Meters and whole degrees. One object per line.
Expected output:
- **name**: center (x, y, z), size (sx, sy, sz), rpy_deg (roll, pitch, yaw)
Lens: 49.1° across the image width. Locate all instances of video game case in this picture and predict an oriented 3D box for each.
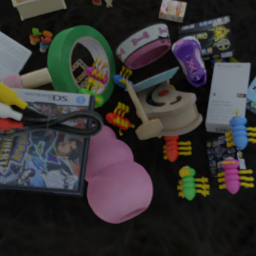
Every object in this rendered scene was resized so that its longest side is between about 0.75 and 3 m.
- **video game case**: center (-1.923, 0.238, 6.190), size (2.127, 0.300, 2.354), rpy_deg (5, 67, -2)

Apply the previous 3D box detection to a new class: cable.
- **cable**: center (-1.867, -0.086, 5.681), size (2.604, 0.655, 1.264), rpy_deg (19, 110, -8)

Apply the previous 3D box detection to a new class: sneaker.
- **sneaker**: center (1.787, -1.747, 7.763), size (0.723, 1.798, 0.795), rpy_deg (-20, 59, 19)

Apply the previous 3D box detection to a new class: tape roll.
- **tape roll**: center (-1.314, -1.810, 8.482), size (0.574, 2.390, 2.390), rpy_deg (0, 66, 36)

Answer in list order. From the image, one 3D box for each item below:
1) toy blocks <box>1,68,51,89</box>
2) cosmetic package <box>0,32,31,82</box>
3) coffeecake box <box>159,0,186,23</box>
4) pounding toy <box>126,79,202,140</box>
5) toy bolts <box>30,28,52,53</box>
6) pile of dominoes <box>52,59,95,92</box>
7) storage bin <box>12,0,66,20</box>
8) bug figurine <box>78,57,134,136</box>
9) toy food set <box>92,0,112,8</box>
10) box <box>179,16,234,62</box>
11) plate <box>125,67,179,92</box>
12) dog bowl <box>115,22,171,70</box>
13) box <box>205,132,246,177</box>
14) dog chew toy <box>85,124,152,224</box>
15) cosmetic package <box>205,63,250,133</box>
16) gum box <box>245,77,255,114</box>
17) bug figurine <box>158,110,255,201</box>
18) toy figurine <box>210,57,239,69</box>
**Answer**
- **toy blocks**: center (-2.760, 0.277, 7.619), size (2.346, 2.605, 2.787), rpy_deg (-20, 75, -9)
- **cosmetic package**: center (-3.950, -1.941, 8.685), size (1.146, 1.145, 1.389), rpy_deg (31, 61, -23)
- **coffeecake box**: center (1.654, -4.371, 10.439), size (0.885, 0.323, 0.680), rpy_deg (13, 71, 5)
- **pounding toy**: center (0.993, -0.808, 7.762), size (1.637, 1.643, 2.863), rpy_deg (-18, 30, 13)
- **toy bolts**: center (-3.044, -3.073, 9.998), size (0.751, 0.545, 0.786), rpy_deg (-11, 52, -47)
- **pile of dominoes**: center (-1.817, -1.536, 9.274), size (1.415, 0.225, 1.103), rpy_deg (-45, 67, -2)
- **storage bin**: center (-3.432, -5.142, 10.450), size (1.767, 0.828, 1.754), rpy_deg (-19, 72, -6)
- **bug figurine**: center (-0.551, -1.037, 8.491), size (1.915, 0.635, 2.469), rpy_deg (30, 45, -25)
- **toy food set**: center (-1.085, -5.349, 10.855), size (1.030, 0.255, 1.620), rpy_deg (1, 78, 1)
- **box**: center (2.617, -2.922, 9.457), size (1.696, 0.416, 1.367), rpy_deg (-6, 69, 19)
- **plate**: center (0.705, -1.321, 8.052), size (1.676, 1.676, 0.214), rpy_deg (-23, 95, -8)
- **dog bowl**: center (0.545, -2.559, 9.044), size (1.860, 1.860, 0.686), rpy_deg (-25, 86, -9)
- **box**: center (2.791, 0.786, 8.174), size (0.284, 1.144, 1.135), rpy_deg (10, 66, -28)
- **dog chew toy**: center (-0.509, 1.120, 7.798), size (1.760, 1.760, 2.826), rpy_deg (-23, 65, -8)
- **cosmetic package**: center (3.151, -0.947, 8.829), size (1.117, 0.814, 2.198), rpy_deg (5, 70, 21)
- **gum box**: center (4.448, -1.041, 9.266), size (1.069, 0.280, 1.259), rpy_deg (35, 73, 12)
- **bug figurine**: center (2.129, 0.783, 7.618), size (2.818, 0.725, 2.185), rpy_deg (-16, 69, 29)
- **toy figurine**: center (3.223, -2.272, 9.684), size (0.693, 0.610, 1.156), rpy_deg (-49, 64, 17)
